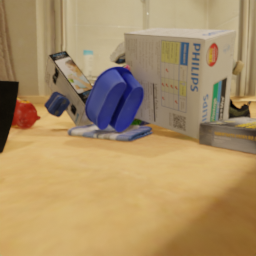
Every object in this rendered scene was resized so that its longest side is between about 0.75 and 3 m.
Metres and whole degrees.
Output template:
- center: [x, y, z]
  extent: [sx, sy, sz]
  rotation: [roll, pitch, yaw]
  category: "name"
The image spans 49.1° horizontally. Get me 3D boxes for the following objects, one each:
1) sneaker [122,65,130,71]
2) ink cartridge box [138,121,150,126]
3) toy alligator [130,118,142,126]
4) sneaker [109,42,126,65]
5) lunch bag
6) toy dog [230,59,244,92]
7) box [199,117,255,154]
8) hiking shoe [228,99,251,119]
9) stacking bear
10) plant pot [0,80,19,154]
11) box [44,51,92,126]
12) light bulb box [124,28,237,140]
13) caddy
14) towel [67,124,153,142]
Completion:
- center: [-0.333, -1.588, 8.592]
  extent: [0.361, 0.978, 0.428]
  rotation: [18, 34, -38]
  category: "sneaker"
- center: [1.825, -0.801, 11.527]
  extent: [2.833, 0.666, 2.799]
  rotation: [-8, 11, 9]
  category: "ink cartridge box"
- center: [0.418, -0.414, 10.621]
  extent: [0.395, 0.432, 1.456]
  rotation: [22, 42, 19]
  category: "toy alligator"
- center: [-0.104, -2.896, 10.931]
  extent: [1.149, 0.463, 0.841]
  rotation: [-35, -21, 34]
  category: "sneaker"
- center: [-2.304, -0.772, 9.226]
  extent: [0.541, 0.796, 0.527]
  rotation: [26, 15, -51]
  category: "lunch bag"
- center: [3.521, -1.986, 11.068]
  extent: [1.487, 2.255, 1.086]
  rotation: [23, 51, 12]
  category: "toy dog"
- center: [3.399, 0.137, 7.489]
  extent: [2.436, 0.589, 1.929]
  rotation: [-7, 11, -41]
  category: "box"
- center: [3.611, -0.626, 10.836]
  extent: [2.222, 1.118, 0.841]
  rotation: [5, 10, 32]
  category: "hiking shoe"
- center: [-4.458, -0.667, 10.564]
  extent: [2.453, 1.395, 1.490]
  rotation: [16, 11, 26]
  category: "stacking bear"
- center: [-3.618, -0.177, 5.933]
  extent: [1.901, 1.686, 1.896]
  rotation: [2, 9, 14]
  category: "plant pot"
- center: [-1.962, -1.318, 9.774]
  extent: [0.721, 2.399, 1.399]
  rotation: [-26, -17, -33]
  category: "box"
- center: [1.486, -1.507, 8.512]
  extent: [2.810, 2.785, 1.753]
  rotation: [21, 35, 41]
  category: "light bulb box"
- center: [-0.438, -0.813, 8.221]
  extent: [1.382, 1.955, 1.026]
  rotation: [8, 28, -39]
  category: "caddy"
- center: [-0.563, 0.099, 8.884]
  extent: [2.301, 0.274, 1.690]
  rotation: [5, 10, 28]
  category: "towel"
